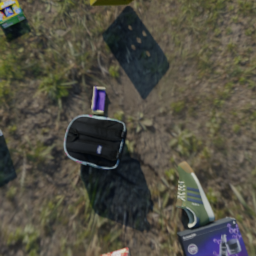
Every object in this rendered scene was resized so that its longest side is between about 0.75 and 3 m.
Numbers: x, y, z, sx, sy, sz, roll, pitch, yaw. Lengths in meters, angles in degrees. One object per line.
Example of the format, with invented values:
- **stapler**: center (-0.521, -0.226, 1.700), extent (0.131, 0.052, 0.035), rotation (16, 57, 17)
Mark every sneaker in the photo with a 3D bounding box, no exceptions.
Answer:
- **sneaker**: center (2.154, 2.485, 10.092), extent (1.057, 0.789, 2.354), rotation (-25, 85, -10)

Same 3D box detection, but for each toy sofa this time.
- **toy sofa**: center (-1.164, -1.094, 11.137), extent (0.436, 0.514, 1.053), rotation (4, 77, 1)

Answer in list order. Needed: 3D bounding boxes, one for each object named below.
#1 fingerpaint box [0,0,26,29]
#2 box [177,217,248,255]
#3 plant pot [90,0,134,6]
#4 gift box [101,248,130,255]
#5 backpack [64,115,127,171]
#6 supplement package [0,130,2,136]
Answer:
- **fingerpaint box**: center (-5.134, -4.949, 12.056), extent (1.106, 0.406, 0.923), rotation (-27, 79, -6)
- **box**: center (2.936, 4.146, 9.824), extent (2.032, 0.801, 1.434), rotation (-16, 75, -3)
- **plant pot**: center (-0.547, -5.925, 11.098), extent (1.777, 1.777, 1.567), rotation (-13, 101, -24)
- **gift box**: center (-0.414, 5.192, 8.976), extent (2.148, 1.982, 2.006), rotation (-16, 76, 3)
- **backpack**: center (-1.182, 0.521, 10.203), extent (2.109, 1.588, 1.872), rotation (11, 80, 2)
- **supplement package**: center (-5.824, -0.314, 10.682), extent (1.041, 1.037, 1.775), rotation (-31, 79, -7)
